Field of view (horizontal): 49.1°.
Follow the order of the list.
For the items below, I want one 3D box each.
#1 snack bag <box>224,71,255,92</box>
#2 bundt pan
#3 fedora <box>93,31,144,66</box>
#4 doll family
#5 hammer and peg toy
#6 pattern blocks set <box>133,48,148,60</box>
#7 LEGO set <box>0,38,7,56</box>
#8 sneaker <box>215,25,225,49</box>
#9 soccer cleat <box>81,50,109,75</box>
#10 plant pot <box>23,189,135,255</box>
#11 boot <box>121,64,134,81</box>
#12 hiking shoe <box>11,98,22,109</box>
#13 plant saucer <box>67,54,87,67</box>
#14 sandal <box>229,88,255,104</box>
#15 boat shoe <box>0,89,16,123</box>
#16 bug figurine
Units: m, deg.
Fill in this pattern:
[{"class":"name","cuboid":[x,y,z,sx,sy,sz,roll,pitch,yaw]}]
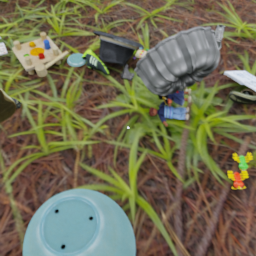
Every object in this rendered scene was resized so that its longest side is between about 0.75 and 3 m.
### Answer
[{"class":"snack bag","cuboid":[4.827,-1.768,10.934,1.641,0.186,1.740,-11,42,-41]},{"class":"bundt pan","cuboid":[1.540,-1.751,8.182,2.557,2.557,0.960,-21,79,-15]},{"class":"fedora","cuboid":[-0.499,-3.205,11.638,2.410,1.100,2.410,15,15,-4]},{"class":"doll family","cuboid":[1.542,-1.268,10.575,1.449,0.983,2.506,5,56,-2]},{"class":"hammer and peg toy","cuboid":[-3.665,-3.007,11.946,1.782,0.854,2.422,-28,58,-22]},{"class":"pattern blocks set","cuboid":[0.573,-3.329,12.662,0.811,0.075,0.922,29,58,20]},{"class":"LEGO set","cuboid":[-6.665,-3.883,12.990,1.582,0.520,2.118,-22,67,-18]},{"class":"sneaker","cuboid":[4.127,-4.275,12.903,0.541,0.832,1.441,14,54,11]},{"class":"soccer cleat","cuboid":[-1.396,-2.695,11.977,0.639,0.533,1.578,-42,66,3]},{"class":"plant pot","cuboid":[-1.265,2.702,6.907,2.945,1.983,2.945,0,52,0]},{"class":"boot","cuboid":[0.025,-2.322,11.826,0.518,0.275,0.787,14,61,3]},{"class":"hiking shoe","cuboid":[-3.668,-0.739,8.984,0.404,0.304,0.802,16,26,-11]},{"class":"plant saucer","cuboid":[-2.276,-3.034,12.417,0.866,0.119,0.866,0,52,0]},{"class":"sandal","cuboid":[4.684,-1.217,10.627,1.843,0.732,0.526,3,80,-8]},{"class":"boat shoe","cuboid":[-3.191,-0.679,6.515,0.728,1.997,0.628,-38,81,-14]},{"class":"bug figurine","cuboid":[4.031,1.382,8.753,1.779,0.458,1.380,-2,43,16]}]
